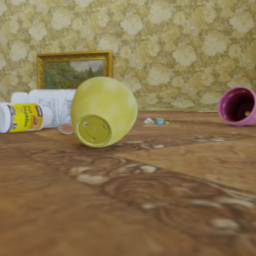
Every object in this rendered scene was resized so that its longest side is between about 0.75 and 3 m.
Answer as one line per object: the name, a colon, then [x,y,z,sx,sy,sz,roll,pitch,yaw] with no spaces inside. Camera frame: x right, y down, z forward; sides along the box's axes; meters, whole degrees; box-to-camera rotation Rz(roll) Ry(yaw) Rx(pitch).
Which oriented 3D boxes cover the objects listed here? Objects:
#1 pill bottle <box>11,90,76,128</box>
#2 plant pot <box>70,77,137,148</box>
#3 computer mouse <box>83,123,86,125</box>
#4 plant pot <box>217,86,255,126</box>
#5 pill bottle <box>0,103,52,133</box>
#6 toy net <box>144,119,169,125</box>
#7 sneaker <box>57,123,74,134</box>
pill bottle: [-3.074,-0.755,10.965,2.602,1.475,1.475,-1,5,-7]
plant pot: [-0.597,-0.178,5.827,1.479,1.479,1.050,1,30,8]
computer mouse: [-1.491,-0.044,9.886,0.650,0.260,1.186,3,-3,-26]
plant pot: [4.841,-0.786,11.842,1.610,1.610,1.441,5,-8,45]
pill bottle: [-3.439,-0.357,9.306,0.940,0.940,1.720,4,6,39]
toy net: [1.275,-0.329,13.118,0.716,0.264,1.365,-3,5,-33]
sneaker: [-1.885,0.029,8.594,0.387,0.346,0.969,-4,-2,30]
